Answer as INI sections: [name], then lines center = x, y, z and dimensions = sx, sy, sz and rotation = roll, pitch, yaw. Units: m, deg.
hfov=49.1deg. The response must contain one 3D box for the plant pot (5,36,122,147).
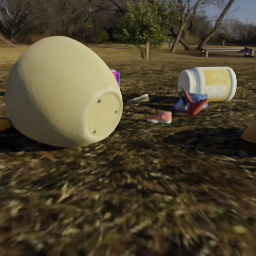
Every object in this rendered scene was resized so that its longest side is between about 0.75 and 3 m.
[plant pot]
center = -1.158, -0.602, 6.482
dimensions = 1.751, 2.608, 2.608
rotation = 26, 29, 31

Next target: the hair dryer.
[hair dryer]
center = 2.135, -0.898, 9.725
dimensions = 1.264, 0.963, 0.343
rotation = 6, 18, 30

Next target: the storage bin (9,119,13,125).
[storage bin]
center = -2.813, -0.445, 8.530
dimensions = 1.378, 0.646, 0.932
rotation = 6, 15, -5

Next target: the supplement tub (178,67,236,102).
[supplement tub]
center = 3.337, -1.839, 11.990
dimensions = 2.080, 1.505, 1.505
rotation = -4, 17, -12

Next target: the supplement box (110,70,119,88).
[supplement box]
center = -1.676, -2.045, 13.130
dimensions = 2.417, 1.249, 1.223
rotation = -1, 18, -7

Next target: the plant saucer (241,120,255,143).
[plant saucer]
center = 4.218, -0.007, 6.915
dimensions = 2.672, 0.473, 2.672
rotation = -4, 8, 1

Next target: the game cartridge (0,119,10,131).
[game cartridge]
center = -4.447, -0.027, 8.225
dimensions = 1.498, 0.243, 1.320
rotation = 7, 18, 14

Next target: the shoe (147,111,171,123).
[shoe]
center = 1.010, -0.380, 9.107
dimensions = 0.797, 0.362, 0.285
rotation = 5, 17, 15

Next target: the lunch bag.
[lunch bag]
center = 2.355, -0.885, 10.743
dimensions = 1.166, 0.548, 0.877
rotation = -32, 31, -33

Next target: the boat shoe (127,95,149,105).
[boat shoe]
center = 0.405, -1.111, 11.519
dimensions = 0.921, 0.274, 0.331
rotation = -18, 4, 18
